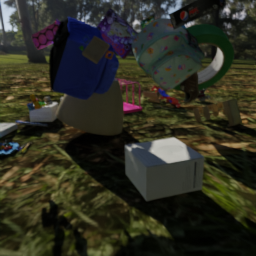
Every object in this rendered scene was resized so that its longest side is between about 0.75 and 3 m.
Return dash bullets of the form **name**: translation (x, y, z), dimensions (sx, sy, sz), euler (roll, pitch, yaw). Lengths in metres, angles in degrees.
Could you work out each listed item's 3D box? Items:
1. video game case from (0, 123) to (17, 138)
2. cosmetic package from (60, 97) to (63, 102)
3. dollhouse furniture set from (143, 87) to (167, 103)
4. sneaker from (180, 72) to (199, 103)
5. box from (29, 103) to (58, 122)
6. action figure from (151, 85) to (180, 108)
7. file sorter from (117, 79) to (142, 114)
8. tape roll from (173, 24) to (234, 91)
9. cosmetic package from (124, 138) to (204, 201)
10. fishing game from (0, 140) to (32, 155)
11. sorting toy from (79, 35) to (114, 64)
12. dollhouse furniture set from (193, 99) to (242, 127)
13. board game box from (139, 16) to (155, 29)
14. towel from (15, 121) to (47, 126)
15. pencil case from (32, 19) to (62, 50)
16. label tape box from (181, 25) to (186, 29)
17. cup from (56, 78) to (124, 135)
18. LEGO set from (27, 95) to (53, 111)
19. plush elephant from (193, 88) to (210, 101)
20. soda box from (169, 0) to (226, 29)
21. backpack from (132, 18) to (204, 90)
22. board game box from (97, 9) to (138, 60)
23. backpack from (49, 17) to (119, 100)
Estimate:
- **video game case**: translation (-5.566, 0.157, 10.252), dimensions (2.238, 0.271, 2.458), euler (-1, 10, -4)
- **cosmetic package**: translation (-3.678, -1.716, 16.839), dimensions (0.415, 0.302, 0.816), euler (7, 17, 23)
- **dollhouse furniture set**: translation (1.633, -2.130, 16.911), dimensions (0.906, 1.057, 1.111), euler (10, 55, 29)
- **sneaker**: translation (2.111, -1.564, 9.887), dimensions (0.597, 1.580, 0.557), euler (-38, 39, -17)
- **box**: translation (-3.867, -0.743, 12.942), dimensions (1.051, 0.687, 1.045), euler (1, 17, 4)
- **action figure**: translation (2.194, -1.720, 15.885), dimensions (0.688, 0.544, 2.103), euler (21, 14, -49)
- **file sorter**: translation (-0.667, -1.754, 14.821), dimensions (1.705, 1.539, 2.454), euler (-12, 21, -34)
- **tape roll**: translation (2.679, -2.661, 11.076), dimensions (2.809, 2.809, 0.675), euler (-3, 51, -8)
- **cosmetic package**: translation (0.828, 0.960, 6.949), dimensions (1.471, 0.904, 1.466), euler (-6, 18, -18)
- **fishing game**: translation (-4.271, 0.617, 9.207), dimensions (1.858, 0.289, 1.331), euler (0, 14, 0)
- **sorting toy**: translation (-0.819, -1.988, 7.206), dimensions (1.047, 0.590, 0.143), euler (35, 1, 19)
- **dollhouse furniture set**: translation (4.046, -0.563, 12.499), dimensions (1.435, 1.087, 1.637), euler (-14, 0, -38)
- **board game box**: translation (0.881, -4.461, 12.131), dimensions (0.645, 0.144, 1.232), euler (-21, -3, 11)
- **towel**: translation (-4.021, -0.192, 11.668), dimensions (1.079, 0.129, 0.781), euler (4, -4, 14)
- **pencil case**: translation (-2.875, -3.360, 10.112), dimensions (1.326, 0.621, 0.602), euler (-23, 48, 18)
- **label tape box**: translation (1.719, -3.456, 12.281), dimensions (2.019, 0.886, 2.800), euler (-40, -7, 1)
- **cup**: translation (-1.288, -1.117, 10.943), dimensions (2.687, 1.922, 2.687), euler (15, 16, -4)
- **LEGO set**: translation (-2.803, -0.815, 8.550), dimensions (1.106, 0.454, 0.422), euler (-3, 21, 46)
- **plush elephant**: translation (4.270, -2.009, 16.939), dimensions (0.813, 0.865, 1.050), euler (4, -18, -39)
- **soda box**: translation (1.711, -2.959, 7.022), dimensions (1.345, 0.426, 0.476), euler (-8, 23, 47)
- **backpack**: translation (1.163, -2.231, 8.523), dimensions (1.748, 1.525, 1.989), euler (-33, -43, 31)
- **board game box**: translation (-0.441, -3.812, 11.338), dimensions (1.886, 1.132, 0.305), euler (48, 26, 20)
- **backpack**: translation (-1.500, -2.219, 9.002), dimensions (2.043, 1.978, 2.435), euler (16, 30, -28)
